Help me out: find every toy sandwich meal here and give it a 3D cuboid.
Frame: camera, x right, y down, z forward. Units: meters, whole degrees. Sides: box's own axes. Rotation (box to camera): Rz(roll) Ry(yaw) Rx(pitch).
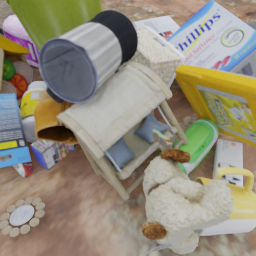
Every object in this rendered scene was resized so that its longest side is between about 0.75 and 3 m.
[{"bbox_3d":[-3.797,-1.641,7.802,0.916,2.675,2.675,-5,37,42],"label":"toy sandwich meal"}]

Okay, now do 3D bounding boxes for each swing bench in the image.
[{"bbox_3d":[-0.029,0.021,6.414,2.160,2.172,1.409,-41,41,-17],"label":"swing bench"}]

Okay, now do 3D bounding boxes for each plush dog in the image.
[{"bbox_3d":[0.787,1.365,5.583,1.592,1.984,1.704,7,41,-23],"label":"plush dog"}]

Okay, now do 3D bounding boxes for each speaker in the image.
[{"bbox_3d":[1.631,0.519,7.325,0.803,0.803,1.816,33,56,26],"label":"speaker"}]

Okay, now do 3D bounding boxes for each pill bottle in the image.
[{"bbox_3d":[-2.579,-0.520,8.114,1.003,1.003,1.802,-7,47,-6],"label":"pill bottle"}]

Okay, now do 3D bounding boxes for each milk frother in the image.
[{"bbox_3d":[-0.477,-1.161,6.337,2.280,2.058,2.145,31,43,4],"label":"milk frother"}]

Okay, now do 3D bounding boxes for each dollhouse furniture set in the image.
[{"bbox_3d":[0.864,0.319,6.244,0.383,0.991,0.495,-40,62,-14],"label":"dollhouse furniture set"}]

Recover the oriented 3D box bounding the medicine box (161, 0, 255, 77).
[{"bbox_3d":[2.582,-2.246,8.708,2.279,1.288,2.502,-41,54,12],"label":"medicine box"}]

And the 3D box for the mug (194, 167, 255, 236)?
[{"bbox_3d":[2.101,1.642,5.876,1.234,1.503,1.204,5,61,-2],"label":"mug"}]

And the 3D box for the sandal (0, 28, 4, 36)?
[{"bbox_3d":[-5.563,-3.494,11.135,0.884,0.498,2.326,-4,48,-4],"label":"sandal"}]

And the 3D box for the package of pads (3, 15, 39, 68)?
[{"bbox_3d":[-3.061,-2.900,9.888,2.571,1.549,0.973,23,51,19],"label":"package of pads"}]

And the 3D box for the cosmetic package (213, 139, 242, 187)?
[{"bbox_3d":[2.534,1.029,7.112,0.655,0.402,1.587,12,49,9],"label":"cosmetic package"}]

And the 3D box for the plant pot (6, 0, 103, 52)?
[{"bbox_3d":[-1.782,-3.025,7.752,2.669,2.570,2.669,-17,15,5],"label":"plant pot"}]

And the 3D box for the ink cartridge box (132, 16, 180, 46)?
[{"bbox_3d":[1.155,-3.381,10.798,1.757,0.839,2.002,-14,49,-13],"label":"ink cartridge box"}]

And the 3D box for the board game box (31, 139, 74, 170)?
[{"bbox_3d":[-1.958,0.497,7.357,0.454,0.748,0.938,32,55,26],"label":"board game box"}]

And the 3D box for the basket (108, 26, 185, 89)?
[{"bbox_3d":[0.375,-1.843,8.427,1.437,1.786,1.770,-20,59,-43],"label":"basket"}]

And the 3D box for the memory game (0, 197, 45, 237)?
[{"bbox_3d":[-2.341,1.949,6.206,1.048,0.067,1.048,-9,34,7],"label":"memory game"}]

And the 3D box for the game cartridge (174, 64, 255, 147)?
[{"bbox_3d":[2.373,-0.473,6.755,0.410,2.227,2.527,-47,36,-11],"label":"game cartridge"}]

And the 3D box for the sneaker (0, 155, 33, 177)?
[{"bbox_3d":[-3.138,0.778,7.292,1.681,0.654,0.691,34,80,25],"label":"sneaker"}]

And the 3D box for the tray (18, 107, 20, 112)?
[{"bbox_3d":[-3.979,-0.506,8.608,1.188,0.245,2.212,-22,52,-18],"label":"tray"}]

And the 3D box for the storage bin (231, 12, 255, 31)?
[{"bbox_3d":[4.249,-3.214,10.364,1.404,1.521,2.090,16,49,0],"label":"storage bin"}]

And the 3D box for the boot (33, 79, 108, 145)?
[{"bbox_3d":[-1.024,-0.386,7.132,2.632,0.926,1.884,-8,40,-13],"label":"boot"}]

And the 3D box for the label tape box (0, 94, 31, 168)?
[{"bbox_3d":[-3.205,0.118,6.691,1.275,0.559,1.768,-9,80,-42],"label":"label tape box"}]
